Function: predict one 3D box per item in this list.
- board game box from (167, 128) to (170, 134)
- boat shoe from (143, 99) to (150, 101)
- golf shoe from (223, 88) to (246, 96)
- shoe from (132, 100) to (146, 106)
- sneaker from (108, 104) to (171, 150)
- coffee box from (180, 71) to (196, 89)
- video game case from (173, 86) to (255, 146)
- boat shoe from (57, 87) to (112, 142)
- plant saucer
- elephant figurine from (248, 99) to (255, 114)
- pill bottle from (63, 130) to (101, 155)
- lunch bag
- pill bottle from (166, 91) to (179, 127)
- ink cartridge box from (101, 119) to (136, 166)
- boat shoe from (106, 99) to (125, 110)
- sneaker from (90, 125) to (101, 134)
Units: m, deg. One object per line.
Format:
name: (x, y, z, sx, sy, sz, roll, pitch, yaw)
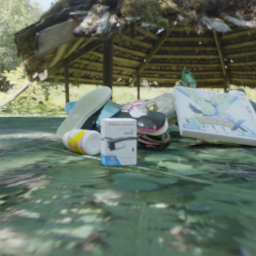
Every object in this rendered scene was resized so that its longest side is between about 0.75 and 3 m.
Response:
board game box: (1.353, 0.089, 15.149, 1.288, 0.288, 2.458, 1, 4, -6)
boat shoe: (1.629, -0.901, 13.741, 2.477, 0.885, 0.814, 9, -31, 40)
golf shoe: (3.929, -0.533, 11.955, 2.958, 1.150, 1.398, -33, 40, 4)
shoe: (0.950, -1.044, 13.185, 1.712, 0.612, 0.779, -2, 23, 8)
sneaker: (0.320, 0.086, 9.078, 1.086, 1.168, 2.705, -35, 29, -18)
coffee box: (2.729, -1.711, 12.952, 0.349, 1.585, 0.975, -10, 48, -8)
video game case: (3.158, -0.491, 9.927, 2.943, 0.324, 2.683, 7, 39, -4)
boat shoe: (-1.372, -0.396, 9.335, 0.900, 2.413, 0.751, 24, -21, 36)
plant saucer: (-1.408, -0.522, 12.041, 2.687, 0.368, 2.687, 13, 23, -5)
elephant figurine: (4.968, -0.323, 12.730, 1.893, 1.726, 2.440, -49, 3, 41)
pill bottle: (-1.344, 0.389, 8.015, 0.663, 0.663, 1.272, -4, 5, -43)
lunch bag: (1.149, -0.512, 11.522, 1.986, 1.423, 2.421, -25, 6, 10)
pill bottle: (2.823, -0.755, 14.357, 1.481, 1.481, 2.644, -3, 28, -36)
ink cartridge box: (-0.220, 0.314, 6.405, 0.747, 1.033, 0.435, -1, 4, -17)
boat shoe: (-0.558, -0.702, 14.346, 2.942, 1.049, 0.886, 28, -17, -19)
sneaker: (-1.468, 0.186, 9.802, 0.476, 0.533, 1.301, -46, -7, 34)
